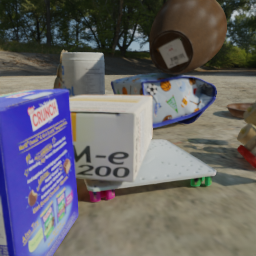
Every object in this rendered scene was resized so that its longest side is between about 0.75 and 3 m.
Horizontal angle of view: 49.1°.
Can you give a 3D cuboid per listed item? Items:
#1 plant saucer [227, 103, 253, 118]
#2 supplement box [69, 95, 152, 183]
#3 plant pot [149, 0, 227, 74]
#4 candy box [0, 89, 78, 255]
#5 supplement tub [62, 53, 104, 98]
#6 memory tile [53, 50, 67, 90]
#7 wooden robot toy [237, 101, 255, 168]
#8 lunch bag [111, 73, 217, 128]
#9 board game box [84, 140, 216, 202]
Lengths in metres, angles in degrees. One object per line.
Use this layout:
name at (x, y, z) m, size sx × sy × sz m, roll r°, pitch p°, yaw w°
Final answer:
plant saucer at (4.856, -0.648, 10.734) m, size 2.076 × 0.357 × 2.076 m, roll 0°, pitch 14°, yaw 0°
supplement box at (-0.520, -0.002, 5.183) m, size 1.756 × 1.024 × 2.786 m, roll 2°, pitch 11°, yaw 10°
plant pot at (1.674, -2.733, 8.753) m, size 2.491 × 2.491 × 2.665 m, roll 5°, pitch 33°, yaw 21°
candy box at (-1.064, 0.496, 2.873) m, size 0.644 × 1.673 × 1.414 m, roll 2°, pitch 13°, yaw 10°
supplement tub at (-1.610, -1.535, 10.180) m, size 1.527 × 2.314 × 1.527 m, roll 0°, pitch 13°, yaw 0°
memory tile at (-2.653, -2.082, 11.528) m, size 0.185 × 1.685 × 2.198 m, roll 11°, pitch -8°, yaw -3°
wooden robot toy at (3.138, 0.373, 5.646) m, size 1.340 × 1.301 × 2.953 m, roll 36°, pitch 15°, yaw -1°
lunch bag at (1.202, -1.042, 9.502) m, size 2.792 × 1.729 × 2.374 m, roll -15°, pitch 18°, yaw -25°
board game box at (0.150, 0.677, 5.206) m, size 2.095 × 0.271 × 2.095 m, roll -4°, pitch 14°, yaw -16°
